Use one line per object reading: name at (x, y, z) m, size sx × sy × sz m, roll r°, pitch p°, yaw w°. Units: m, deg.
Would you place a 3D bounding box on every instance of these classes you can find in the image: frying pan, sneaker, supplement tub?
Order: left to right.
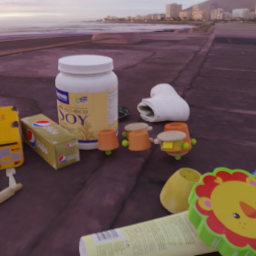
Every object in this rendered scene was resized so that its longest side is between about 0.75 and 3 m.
supplement tub at (-1.201, -0.791, 8.342) m, size 1.785 × 2.455 × 1.785 m, roll 0°, pitch 24°, yaw 0°
frying pan at (-0.739, -0.420, 10.232) m, size 1.178 × 0.317 × 1.947 m, roll 17°, pitch 32°, yaw 30°
sneaker at (1.030, -1.021, 10.763) m, size 1.569 × 1.000 × 2.716 m, roll -4°, pitch 25°, yaw -16°

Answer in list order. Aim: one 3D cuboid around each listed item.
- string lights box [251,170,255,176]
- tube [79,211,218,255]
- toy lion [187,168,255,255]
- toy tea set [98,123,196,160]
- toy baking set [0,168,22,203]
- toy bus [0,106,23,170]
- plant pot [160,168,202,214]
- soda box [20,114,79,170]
string lights box at (2.836, 1.397, 5.750) m, size 1.776 × 0.524 × 0.913 m, roll -21°, pitch 31°, yaw -40°
tube at (0.458, 1.894, 4.642) m, size 2.436 × 0.707 × 0.632 m, roll -6°, pitch -14°, yaw -20°
toy lion at (2.278, 1.504, 4.531) m, size 2.384 × 0.819 × 2.286 m, roll -9°, pitch 40°, yaw -21°
toy tea set at (0.470, 0.478, 7.516) m, size 2.645 × 0.979 × 1.573 m, roll 1°, pitch 15°, yaw 28°
toy baking set at (-3.108, 1.332, 6.315) m, size 1.309 × 0.198 × 1.705 m, roll 15°, pitch 28°, yaw 31°
toy bus at (-3.522, 0.145, 8.066) m, size 0.813 × 0.978 × 2.499 m, roll -10°, pitch 25°, yaw -19°
plant pot at (1.200, 1.246, 5.737) m, size 0.970 × 0.688 × 0.970 m, roll 8°, pitch 25°, yaw -4°
soda box at (-2.270, 0.319, 7.950) m, size 0.716 × 0.757 × 2.235 m, roll -19°, pitch 30°, yaw -37°
